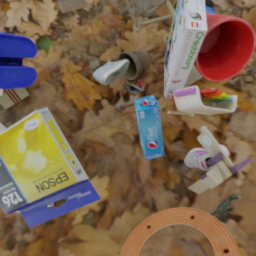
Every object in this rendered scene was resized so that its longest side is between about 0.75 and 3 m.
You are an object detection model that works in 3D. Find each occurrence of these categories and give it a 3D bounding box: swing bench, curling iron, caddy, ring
[{"bbox_3d":[0.548,-4.330,7.762,1.430,2.192,2.204,-7,61,19],"label":"swing bench"},{"bbox_3d":[0.286,-1.240,7.863,0.480,1.937,0.248,24,111,3],"label":"curling iron"},{"bbox_3d":[-3.494,-1.818,7.594,1.142,2.175,1.538,11,105,21],"label":"caddy"},{"bbox_3d":[0.983,2.803,5.830,2.572,0.247,2.572,-18,35,13],"label":"ring"}]

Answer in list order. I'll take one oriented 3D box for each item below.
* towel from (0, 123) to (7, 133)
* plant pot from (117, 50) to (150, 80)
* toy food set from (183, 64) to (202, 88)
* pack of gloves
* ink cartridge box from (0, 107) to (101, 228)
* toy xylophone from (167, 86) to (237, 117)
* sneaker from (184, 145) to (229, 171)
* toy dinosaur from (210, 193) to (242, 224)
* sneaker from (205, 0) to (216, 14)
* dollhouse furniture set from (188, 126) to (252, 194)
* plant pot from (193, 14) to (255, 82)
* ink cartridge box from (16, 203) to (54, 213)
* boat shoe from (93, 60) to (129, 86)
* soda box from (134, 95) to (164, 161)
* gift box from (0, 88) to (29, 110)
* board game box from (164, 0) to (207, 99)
[{"bbox_3d":[-4.270,0.706,9.296,1.131,0.294,1.707,-36,72,-12],"label":"towel"},{"bbox_3d":[0.278,-2.422,10.296,0.913,1.052,1.052,-34,70,-30],"label":"plant pot"},{"bbox_3d":[2.265,-2.001,10.435,1.254,0.379,0.900,-32,70,-21],"label":"toy food set"},{"bbox_3d":[-1.143,-4.511,8.684,2.318,2.760,0.545,-18,97,-6],"label":"pack of gloves"},{"bbox_3d":[-2.045,1.020,5.990,2.204,0.524,2.230,-27,94,22],"label":"ink cartridge box"},{"bbox_3d":[1.731,-0.585,6.690,1.341,1.831,0.460,-5,84,40],"label":"toy xylophone"},{"bbox_3d":[1.730,0.734,6.450,0.457,1.122,0.495,54,47,-9],"label":"sneaker"},{"bbox_3d":[2.276,2.002,6.715,1.169,0.515,0.277,-45,30,9],"label":"toy dinosaur"},{"bbox_3d":[3.386,-4.328,11.010,2.657,1.020,1.478,12,76,12],"label":"sneaker"},{"bbox_3d":[1.468,0.798,6.052,1.263,1.594,1.131,-22,69,-35],"label":"dollhouse furniture set"},{"bbox_3d":[2.444,-2.461,8.119,1.789,1.789,1.583,-14,37,-6],"label":"plant pot"},{"bbox_3d":[-2.973,1.770,8.646,1.096,0.629,1.509,-11,67,-4],"label":"ink cartridge box"},{"bbox_3d":[-0.480,-1.721,8.171,0.537,0.526,1.507,30,40,13],"label":"boat shoe"},{"bbox_3d":[0.586,0.035,7.643,0.566,1.763,0.598,-13,38,-3],"label":"soda box"},{"bbox_3d":[-4.334,-1.422,9.688,1.286,1.201,1.187,-40,72,-16],"label":"gift box"},{"bbox_3d":[1.417,-2.222,7.447,0.480,2.776,1.752,5,64,-1],"label":"board game box"}]
